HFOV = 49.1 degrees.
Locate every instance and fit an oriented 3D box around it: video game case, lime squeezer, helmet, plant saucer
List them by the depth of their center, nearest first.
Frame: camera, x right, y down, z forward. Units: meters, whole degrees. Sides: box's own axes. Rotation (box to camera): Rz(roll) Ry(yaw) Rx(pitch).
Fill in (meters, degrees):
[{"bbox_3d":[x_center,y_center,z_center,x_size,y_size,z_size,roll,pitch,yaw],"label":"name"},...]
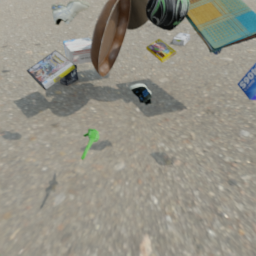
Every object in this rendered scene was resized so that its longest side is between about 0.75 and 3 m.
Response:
[{"bbox_3d":[-0.850,0.252,6.404,0.271,0.507,1.436,21,14,-14],"label":"lime squeezer"},{"bbox_3d":[1.370,-4.157,9.379,1.424,1.358,1.424,13,49,-15],"label":"helmet"},{"bbox_3d":[-0.652,-3.274,9.864,0.507,2.945,2.945,22,40,6],"label":"plant saucer"},{"bbox_3d":[-2.866,-2.171,10.328,1.382,0.195,1.530,-40,51,-12],"label":"video game case"}]

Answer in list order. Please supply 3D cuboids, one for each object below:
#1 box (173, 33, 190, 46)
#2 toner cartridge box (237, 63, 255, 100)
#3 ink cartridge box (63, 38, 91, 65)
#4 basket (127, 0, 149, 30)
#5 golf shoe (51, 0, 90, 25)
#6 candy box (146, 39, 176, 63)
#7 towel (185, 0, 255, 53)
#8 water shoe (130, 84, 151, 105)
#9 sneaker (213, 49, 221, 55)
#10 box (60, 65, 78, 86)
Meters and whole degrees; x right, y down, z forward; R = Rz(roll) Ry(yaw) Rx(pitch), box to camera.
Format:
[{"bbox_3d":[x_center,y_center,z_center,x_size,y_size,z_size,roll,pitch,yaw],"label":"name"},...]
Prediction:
[{"bbox_3d":[3.304,-5.480,17.333,0.720,0.371,1.234,18,41,23],"label":"box"},{"bbox_3d":[3.133,-1.254,6.500,0.259,1.199,0.570,-4,52,-31],"label":"toner cartridge box"},{"bbox_3d":[-1.908,-3.116,11.463,1.158,0.683,2.012,-13,30,-14],"label":"ink cartridge box"},{"bbox_3d":[0.135,-5.002,10.937,1.580,1.753,1.192,-46,62,2],"label":"basket"},{"bbox_3d":[-1.326,-2.670,6.553,1.035,0.503,0.405,1,2,29],"label":"golf shoe"},{"bbox_3d":[1.229,-2.935,10.588,0.648,0.167,1.267,-32,45,-3],"label":"candy box"},{"bbox_3d":[3.109,-3.778,9.511,2.066,0.306,2.817,-20,57,-3],"label":"towel"},{"bbox_3d":[0.403,-0.903,7.674,0.369,1.031,0.407,-17,73,27],"label":"water shoe"},{"bbox_3d":[3.138,-2.936,9.950,0.361,0.326,0.846,8,66,36],"label":"sneaker"},{"bbox_3d":[-2.762,-2.479,12.955,0.460,0.784,0.771,23,43,28],"label":"box"}]
